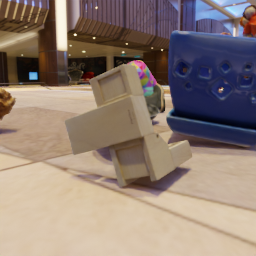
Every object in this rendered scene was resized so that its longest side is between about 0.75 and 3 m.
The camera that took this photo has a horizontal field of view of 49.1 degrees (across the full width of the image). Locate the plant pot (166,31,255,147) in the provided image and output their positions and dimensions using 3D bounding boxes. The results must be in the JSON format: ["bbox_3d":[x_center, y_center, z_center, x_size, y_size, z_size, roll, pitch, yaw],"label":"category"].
[{"bbox_3d":[2.099,-0.891,6.519,2.398,2.156,2.398,11,13,12],"label":"plant pot"}]

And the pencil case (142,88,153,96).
[{"bbox_3d":[0.204,-1.419,13.024,2.477,1.054,1.145,1,28,3],"label":"pencil case"}]

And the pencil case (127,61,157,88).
[{"bbox_3d":[0.738,-2.111,13.711,1.245,1.245,2.818,6,-18,31],"label":"pencil case"}]

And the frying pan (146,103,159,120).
[{"bbox_3d":[-0.092,-0.769,9.630,1.703,0.458,2.815,-6,24,-27],"label":"frying pan"}]

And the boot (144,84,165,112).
[{"bbox_3d":[0.985,-1.354,11.790,0.992,0.555,1.434,8,49,-21],"label":"boot"}]

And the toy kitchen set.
[{"bbox_3d":[-0.005,-0.008,4.306,1.229,1.506,1.359,-16,-1,33],"label":"toy kitchen set"}]

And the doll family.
[{"bbox_3d":[3.145,-2.269,7.918,1.132,1.559,2.512,2,-31,-39],"label":"doll family"}]

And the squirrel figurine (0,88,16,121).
[{"bbox_3d":[-4.133,-0.632,7.601,2.064,1.461,1.927,19,22,2],"label":"squirrel figurine"}]
